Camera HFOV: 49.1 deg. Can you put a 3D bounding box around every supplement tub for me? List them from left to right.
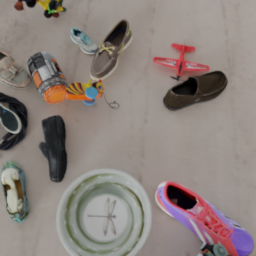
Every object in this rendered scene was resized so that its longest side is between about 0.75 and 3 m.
[{"bbox_3d":[-2.753,-1.714,9.687,1.029,1.029,1.680,-24,68,-11],"label":"supplement tub"}]

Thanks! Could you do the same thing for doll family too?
[{"bbox_3d":[-3.377,-4.956,10.619,1.020,2.600,1.503,29,108,49],"label":"doll family"}]

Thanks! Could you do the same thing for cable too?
[{"bbox_3d":[-4.214,-0.300,9.272,1.750,0.545,2.145,-4,64,-2],"label":"cable"}]

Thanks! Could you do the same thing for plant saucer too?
[{"bbox_3d":[-0.643,2.477,7.855,2.617,0.657,2.617,0,64,0],"label":"plant saucer"}]

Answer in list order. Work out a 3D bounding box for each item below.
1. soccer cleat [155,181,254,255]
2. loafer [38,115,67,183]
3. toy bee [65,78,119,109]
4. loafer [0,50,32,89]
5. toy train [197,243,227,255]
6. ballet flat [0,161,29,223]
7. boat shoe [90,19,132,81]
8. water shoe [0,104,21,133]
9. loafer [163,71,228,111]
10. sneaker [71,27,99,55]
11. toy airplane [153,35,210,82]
[{"bbox_3d":[2.061,2.460,7.612,2.969,1.087,1.013,33,70,15],"label":"soccer cleat"},{"bbox_3d":[-2.364,0.645,8.723,0.802,0.775,2.284,-10,60,0],"label":"loafer"},{"bbox_3d":[-1.230,-1.233,9.508,1.755,1.149,0.954,23,56,-33],"label":"toy bee"},{"bbox_3d":[-4.579,-2.331,10.108,2.549,0.801,0.916,37,69,16],"label":"loafer"},{"bbox_3d":[2.414,3.751,7.079,1.670,0.712,0.952,44,49,17],"label":"toy train"},{"bbox_3d":[-3.355,1.765,8.198,0.737,0.737,1.985,-23,66,-11],"label":"ballet flat"},{"bbox_3d":[-0.653,-2.918,10.380,0.942,0.780,2.621,24,67,17],"label":"boat shoe"},{"bbox_3d":[-3.944,-0.346,9.242,1.511,0.596,0.540,41,86,19],"label":"water shoe"},{"bbox_3d":[2.400,-1.351,9.581,2.500,0.892,0.912,-26,67,-12],"label":"loafer"},{"bbox_3d":[-1.712,-3.337,10.708,1.400,0.604,0.543,37,69,16],"label":"sneaker"},{"bbox_3d":[1.963,-2.579,10.462,2.118,0.390,2.118,0,64,0],"label":"toy airplane"}]
